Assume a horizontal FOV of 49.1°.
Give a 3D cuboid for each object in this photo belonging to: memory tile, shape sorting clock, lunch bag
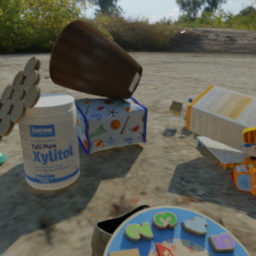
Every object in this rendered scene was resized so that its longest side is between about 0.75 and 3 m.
[{"bbox_3d":[-2.819,-0.612,6.910,0.185,2.198,1.685,27,33,-42],"label":"memory tile"},{"bbox_3d":[0.863,2.261,4.039,2.590,0.508,2.590,6,42,-6],"label":"shape sorting clock"},{"bbox_3d":[-0.893,-0.368,10.586,2.374,1.729,2.792,-9,30,-23],"label":"lunch bag"}]

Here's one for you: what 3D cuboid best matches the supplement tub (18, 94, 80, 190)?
[{"bbox_3d":[-2.139,0.352,7.659,1.527,2.314,1.527,-1,20,0],"label":"supplement tub"}]

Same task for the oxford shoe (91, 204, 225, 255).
[{"bbox_3d":[0.673,1.922,5.217,2.782,1.040,0.980,-9,24,-22],"label":"oxford shoe"}]

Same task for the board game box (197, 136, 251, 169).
[{"bbox_3d":[3.728,0.730,9.616,2.095,0.271,2.095,-4,20,-9],"label":"board game box"}]

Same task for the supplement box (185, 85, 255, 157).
[{"bbox_3d":[3.522,-0.262,9.095,2.786,1.024,1.756,25,47,33],"label":"supplement box"}]

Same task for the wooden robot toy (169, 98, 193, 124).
[{"bbox_3d":[3.300,-0.467,12.322,2.953,1.301,1.340,3,-15,11],"label":"wooden robot toy"}]

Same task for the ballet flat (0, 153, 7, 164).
[{"bbox_3d":[-4.216,0.991,8.550,0.502,0.525,1.492,6,21,9],"label":"ballet flat"}]

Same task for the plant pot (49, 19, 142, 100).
[{"bbox_3d":[-0.931,-2.114,9.906,2.665,2.491,2.491,26,26,10],"label":"plant pot"}]

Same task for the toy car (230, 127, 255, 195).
[{"bbox_3d":[3.013,0.683,7.107,0.836,2.511,1.232,-8,36,13],"label":"toy car"}]
